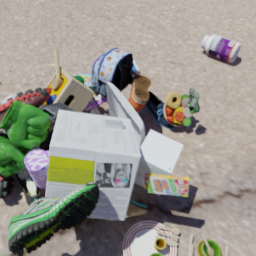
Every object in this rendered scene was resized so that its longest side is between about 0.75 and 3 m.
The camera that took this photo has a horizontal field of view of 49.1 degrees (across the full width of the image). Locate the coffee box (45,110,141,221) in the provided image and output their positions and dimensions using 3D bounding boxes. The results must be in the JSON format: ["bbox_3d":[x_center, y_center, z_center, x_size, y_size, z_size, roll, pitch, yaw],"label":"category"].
[{"bbox_3d":[-1.087,1.033,8.127,2.249,2.224,2.246,7,25,-10],"label":"coffee box"}]

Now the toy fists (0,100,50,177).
[{"bbox_3d":[-3.405,0.438,8.639,1.339,2.627,0.903,28,20,-29],"label":"toy fists"}]

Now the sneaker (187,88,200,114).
[{"bbox_3d":[2.421,-0.994,10.520,0.429,1.006,0.393,-22,19,-26],"label":"sneaker"}]

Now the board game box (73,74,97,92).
[{"bbox_3d":[-1.721,-2.081,12.938,1.149,0.357,1.521,38,33,29],"label":"board game box"}]

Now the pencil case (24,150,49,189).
[{"bbox_3d":[-2.740,1.319,8.892,0.782,1.830,0.768,-34,71,-25],"label":"pencil case"}]

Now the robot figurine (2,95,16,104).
[{"bbox_3d":[-4.458,-0.652,11.510,1.892,1.069,1.605,35,52,27],"label":"robot figurine"}]

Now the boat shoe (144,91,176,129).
[{"bbox_3d":[1.312,-0.766,11.902,0.853,0.696,2.027,-34,62,-27],"label":"boat shoe"}]

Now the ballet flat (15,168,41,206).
[{"bbox_3d":[-3.399,1.812,9.653,0.671,0.675,1.973,-17,49,-30],"label":"ballet flat"}]

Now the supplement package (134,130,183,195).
[{"bbox_3d":[0.818,1.076,8.538,1.117,1.472,1.109,26,53,10],"label":"supplement package"}]

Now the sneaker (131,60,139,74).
[{"bbox_3d":[0.049,-3.156,14.271,0.615,0.424,1.106,-14,56,-23],"label":"sneaker"}]

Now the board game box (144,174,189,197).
[{"bbox_3d":[1.026,1.544,7.562,1.192,0.569,0.179,5,28,14],"label":"board game box"}]

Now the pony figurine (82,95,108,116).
[{"bbox_3d":[-1.679,-0.979,11.833,1.672,1.392,1.614,5,55,35],"label":"pony figurine"}]

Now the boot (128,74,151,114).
[{"bbox_3d":[0.346,-1.333,11.090,0.774,1.106,2.062,22,40,-7],"label":"boot"}]

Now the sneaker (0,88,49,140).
[{"bbox_3d":[-3.991,-0.364,9.810,2.930,1.431,1.036,-31,10,-21],"label":"sneaker"}]

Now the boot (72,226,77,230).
[{"bbox_3d":[-1.979,2.857,8.881,0.646,0.301,0.836,-15,84,10],"label":"boot"}]

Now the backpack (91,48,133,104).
[{"bbox_3d":[-0.552,-2.177,10.812,1.414,1.749,1.836,29,46,9],"label":"backpack"}]

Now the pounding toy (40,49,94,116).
[{"bbox_3d":[-2.603,-1.570,11.059,2.217,1.576,2.041,-54,39,6],"label":"pounding toy"}]

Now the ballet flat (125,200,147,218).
[{"bbox_3d":[-0.685,2.483,9.072,2.617,0.923,0.854,17,70,21],"label":"ballet flat"}]

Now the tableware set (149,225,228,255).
[{"bbox_3d":[1.785,3.735,7.998,2.368,0.363,1.595,17,50,6],"label":"tableware set"}]

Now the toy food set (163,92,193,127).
[{"bbox_3d":[2.067,-0.717,11.274,1.348,0.331,1.362,11,87,-15],"label":"toy food set"}]

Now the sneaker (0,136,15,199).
[{"bbox_3d":[-4.778,1.442,9.805,1.312,0.949,2.685,-17,48,-15],"label":"sneaker"}]

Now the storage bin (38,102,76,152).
[{"bbox_3d":[-2.440,0.301,9.832,0.972,2.074,1.402,-24,39,-38],"label":"storage bin"}]

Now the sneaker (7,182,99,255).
[{"bbox_3d":[-1.783,1.918,6.669,2.362,0.922,1.006,-27,43,-14],"label":"sneaker"}]

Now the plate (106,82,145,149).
[{"bbox_3d":[-0.021,-0.094,10.059,0.405,2.504,2.499,-23,55,-15],"label":"plate"}]

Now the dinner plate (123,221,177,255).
[{"bbox_3d":[0.641,3.589,8.397,1.608,0.195,1.608,-1,48,1],"label":"dinner plate"}]

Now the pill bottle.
[{"bbox_3d":[4.873,-4.243,14.824,1.865,1.048,1.048,28,54,23],"label":"pill bottle"}]
